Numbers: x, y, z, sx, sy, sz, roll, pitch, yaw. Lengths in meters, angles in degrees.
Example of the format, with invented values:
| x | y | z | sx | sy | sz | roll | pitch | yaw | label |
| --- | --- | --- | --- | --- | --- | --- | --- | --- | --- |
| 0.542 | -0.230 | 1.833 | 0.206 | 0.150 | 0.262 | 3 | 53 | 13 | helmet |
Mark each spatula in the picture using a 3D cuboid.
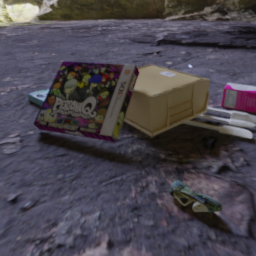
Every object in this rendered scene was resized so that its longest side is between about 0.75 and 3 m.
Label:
| x | y | z | sx | sy | sz | roll | pitch | yaw | label |
| --- | --- | --- | --- | --- | --- | --- | --- | --- | --- |
| 3.125 | -0.323 | 10.148 | 2.879 | 0.231 | 2.002 | 13 | 33 | 28 | spatula |

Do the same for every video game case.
| x | y | z | sx | sy | sz | roll | pitch | yaw | label |
| --- | --- | --- | --- | --- | --- | --- | --- | --- | --- |
| -1.355 | -0.974 | 9.212 | 2.907 | 0.521 | 2.635 | 9 | 66 | 22 | video game case |

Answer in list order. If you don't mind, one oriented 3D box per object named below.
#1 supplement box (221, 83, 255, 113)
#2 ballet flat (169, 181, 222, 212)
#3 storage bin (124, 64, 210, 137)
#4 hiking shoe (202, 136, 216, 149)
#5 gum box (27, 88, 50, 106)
| x | y | z | sx | sy | sz | roll | pitch | yaw | label |
| --- | --- | --- | --- | --- | --- | --- | --- | --- | --- |
| 4.653 | -1.201 | 11.149 | 1.626 | 0.840 | 0.823 | 15 | 31 | 26 | supplement box |
| 1.413 | 1.589 | 6.083 | 0.450 | 0.450 | 1.211 | -23 | 32 | -38 | ballet flat |
| 0.995 | -1.264 | 10.515 | 2.933 | 1.384 | 2.954 | -21 | 32 | -31 | storage bin |
| 2.429 | 0.441 | 8.502 | 0.394 | 0.296 | 0.783 | 3 | 16 | 26 | hiking shoe |
| -3.415 | -1.305 | 11.956 | 1.381 | 0.308 | 1.174 | 23 | 34 | 38 | gum box |
